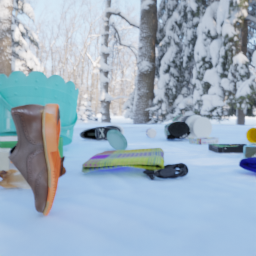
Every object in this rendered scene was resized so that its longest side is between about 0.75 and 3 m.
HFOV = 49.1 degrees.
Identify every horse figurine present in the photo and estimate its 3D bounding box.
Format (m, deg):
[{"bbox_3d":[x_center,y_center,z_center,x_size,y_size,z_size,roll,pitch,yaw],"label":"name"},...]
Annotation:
[{"bbox_3d":[-1.651,0.771,4.514,1.616,0.403,1.071,-8,-17,13],"label":"horse figurine"}]

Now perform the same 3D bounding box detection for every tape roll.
[{"bbox_3d":[-3.136,0.586,7.721,2.633,0.633,2.633,0,1,0],"label":"tape roll"}]

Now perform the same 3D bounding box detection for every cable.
[{"bbox_3d":[0.767,0.874,5.590,0.911,0.231,0.743,-9,-1,-21],"label":"cable"}]

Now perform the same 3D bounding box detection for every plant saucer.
[{"bbox_3d":[-0.428,0.479,10.214,0.903,0.903,0.162,-2,-33,-45],"label":"plant saucer"}]

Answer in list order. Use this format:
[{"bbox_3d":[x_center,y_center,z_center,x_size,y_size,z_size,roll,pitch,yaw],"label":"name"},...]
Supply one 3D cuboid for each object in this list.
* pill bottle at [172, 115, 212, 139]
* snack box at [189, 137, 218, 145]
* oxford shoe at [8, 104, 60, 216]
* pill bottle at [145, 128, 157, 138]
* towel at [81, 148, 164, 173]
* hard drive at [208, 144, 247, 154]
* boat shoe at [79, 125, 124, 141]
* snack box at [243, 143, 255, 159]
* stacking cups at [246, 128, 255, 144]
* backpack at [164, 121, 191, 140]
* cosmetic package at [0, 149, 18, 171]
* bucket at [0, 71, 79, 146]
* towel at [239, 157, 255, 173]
[{"bbox_3d":[3.359,-0.030,15.021,1.316,1.316,2.327,-1,3,-19],"label":"pill bottle"},{"bbox_3d":[3.406,0.573,12.614,1.085,0.287,0.772,-2,2,-30],"label":"snack box"},{"bbox_3d":[-1.052,0.385,3.181,0.523,1.434,0.511,3,24,-10],"label":"oxford shoe"},{"bbox_3d":[1.355,0.312,16.295,0.557,0.557,0.994,0,3,-6],"label":"pill bottle"},{"bbox_3d":[-0.006,0.745,6.675,1.766,0.280,2.459,-3,1,5],"label":"towel"},{"bbox_3d":[3.537,0.706,9.572,1.344,0.254,0.939,0,2,-4],"label":"hard drive"},{"bbox_3d":[-1.357,0.273,13.989,2.294,0.823,0.777,-2,1,22],"label":"boat shoe"},{"bbox_3d":[4.483,0.701,7.903,2.084,0.387,1.211,1,3,35],"label":"snack box"},{"bbox_3d":[6.630,0.314,13.355,2.470,0.747,0.747,-2,3,-36],"label":"stacking cups"},{"bbox_3d":[2.385,0.131,14.258,1.218,0.924,1.460,-3,-10,-9],"label":"backpack"},{"bbox_3d":[-3.077,0.714,6.035,1.376,0.503,0.712,1,2,3],"label":"cosmetic package"},{"bbox_3d":[-3.262,-0.509,9.989,3.082,2.005,3.082,-2,-15,0],"label":"bucket"},{"bbox_3d":[3.123,0.809,5.856,1.386,0.343,1.023,2,-1,-36],"label":"towel"}]
